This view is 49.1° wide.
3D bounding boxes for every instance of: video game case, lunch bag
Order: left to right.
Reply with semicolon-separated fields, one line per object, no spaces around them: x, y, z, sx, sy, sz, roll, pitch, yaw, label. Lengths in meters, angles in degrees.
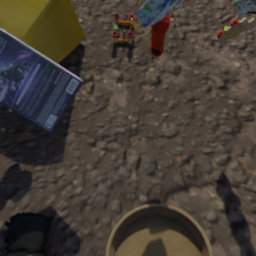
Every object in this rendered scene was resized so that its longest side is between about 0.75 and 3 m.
-2.912;-1.291;8.106;2.633;0.250;1.881;32;103;-11;video game case
0.902;-3.330;7.539;0.530;1.284;1.032;52;56;-5;lunch bag

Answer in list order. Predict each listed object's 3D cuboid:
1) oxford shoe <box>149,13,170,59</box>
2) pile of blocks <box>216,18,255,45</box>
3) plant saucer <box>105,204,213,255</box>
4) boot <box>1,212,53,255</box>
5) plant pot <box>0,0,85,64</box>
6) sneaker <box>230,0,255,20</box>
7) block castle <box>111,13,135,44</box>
0.905;-2.885;8.581;0.539;0.550;1.515;13;93;-5;oxford shoe
3.270;-3.103;8.609;0.455;1.464;0.601;44;66;-15;pile of blocks
0.842;3.571;7.660;2.908;0.428;2.908;0;59;1;plant saucer
-2.405;3.298;7.656;2.201;0.814;1.804;1;54;0;boot
-3.827;-3.854;10.914;2.893;2.893;2.552;24;76;14;plant pot
3.536;-3.199;7.352;1.663;0.639;0.737;-8;95;1;sneaker
-0.194;-4.428;12.331;0.957;0.672;1.433;3;59;2;block castle
